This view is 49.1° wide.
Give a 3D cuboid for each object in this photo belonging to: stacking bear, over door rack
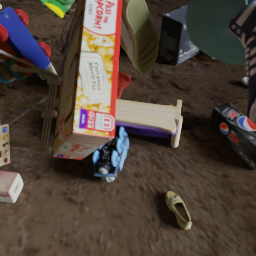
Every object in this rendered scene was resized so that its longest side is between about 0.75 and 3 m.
[{"bbox_3d":[-0.776,-1.860,10.048,0.951,1.015,1.672,28,13,-37],"label":"stacking bear"},{"bbox_3d":[-2.416,-0.593,5.418,0.820,2.463,1.820,-4,73,30],"label":"over door rack"}]

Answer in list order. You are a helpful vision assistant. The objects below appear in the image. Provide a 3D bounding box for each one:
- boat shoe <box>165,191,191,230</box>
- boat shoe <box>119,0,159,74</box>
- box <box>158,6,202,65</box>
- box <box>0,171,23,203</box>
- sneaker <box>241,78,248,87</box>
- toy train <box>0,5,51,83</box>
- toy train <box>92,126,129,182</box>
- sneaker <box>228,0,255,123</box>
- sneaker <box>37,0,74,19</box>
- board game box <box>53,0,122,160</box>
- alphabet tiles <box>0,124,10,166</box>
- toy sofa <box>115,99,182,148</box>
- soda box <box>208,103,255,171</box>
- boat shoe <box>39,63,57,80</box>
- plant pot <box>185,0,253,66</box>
[{"bbox_3d":[1.195,1.884,6.620,0.371,0.320,1.017,-11,45,-11],"label":"boat shoe"},{"bbox_3d":[0.164,-2.649,7.885,0.901,2.634,0.984,36,73,30],"label":"boat shoe"},{"bbox_3d":[2.272,-3.806,11.399,1.782,1.812,1.064,-32,53,-28],"label":"box"},{"bbox_3d":[-3.187,1.436,6.950,0.913,0.497,0.584,5,44,6],"label":"box"},{"bbox_3d":[4.831,-1.687,10.186,1.330,0.482,0.478,13,47,14],"label":"sneaker"},{"bbox_3d":[-3.357,-2.387,7.028,1.557,2.691,1.139,-15,34,30],"label":"toy train"},{"bbox_3d":[-0.424,0.669,7.414,0.721,0.950,1.663,0,43,14],"label":"toy train"},{"bbox_3d":[2.131,-1.154,4.672,1.106,2.039,0.715,24,9,39],"label":"sneaker"},{"bbox_3d":[-2.460,-4.335,8.479,0.993,2.545,1.084,45,101,8],"label":"sneaker"},{"bbox_3d":[-0.816,-0.959,5.204,0.648,2.120,2.799,9,73,-20],"label":"board game box"},{"bbox_3d":[-2.130,0.275,4.261,0.031,0.829,0.693,20,24,30],"label":"alphabet tiles"},{"bbox_3d":[0.119,-0.155,8.113,2.783,1.152,1.358,8,45,8],"label":"toy sofa"},{"bbox_3d":[3.256,0.177,8.072,0.652,0.728,2.058,-16,47,-20],"label":"soda box"},{"bbox_3d":[-3.092,-2.116,10.564,0.607,0.638,1.772,-28,52,-6],"label":"boat shoe"},{"bbox_3d":[2.628,-2.979,7.532,1.807,2.684,2.684,6,40,37],"label":"plant pot"}]
